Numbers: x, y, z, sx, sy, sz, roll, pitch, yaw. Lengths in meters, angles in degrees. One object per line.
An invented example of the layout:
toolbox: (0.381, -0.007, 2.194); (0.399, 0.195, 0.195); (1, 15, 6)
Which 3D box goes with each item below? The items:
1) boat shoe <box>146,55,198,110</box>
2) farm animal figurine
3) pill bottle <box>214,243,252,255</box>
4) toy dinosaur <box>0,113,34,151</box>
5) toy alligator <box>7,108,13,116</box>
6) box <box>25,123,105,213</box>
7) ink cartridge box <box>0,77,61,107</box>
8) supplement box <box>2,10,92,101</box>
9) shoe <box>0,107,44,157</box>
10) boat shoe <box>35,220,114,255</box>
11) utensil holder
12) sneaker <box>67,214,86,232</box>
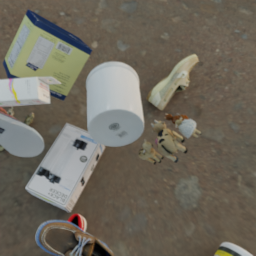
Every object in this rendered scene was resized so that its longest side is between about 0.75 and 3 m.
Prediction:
boat shoe: (2.064, -1.902, 11.751); (0.951, 1.056, 2.926); (43, 74, 12)
farm animal figurine: (0.957, 0.315, 7.795); (0.944, 1.791, 1.811); (32, 99, -16)
pill bottle: (2.708, 4.731, 7.936); (1.436, 1.436, 2.513); (35, 67, 17)
toy dinosaur: (-4.330, 0.443, 10.743); (1.044, 0.562, 2.370); (33, 66, 32)
toy alligator: (-4.790, -1.566, 11.746); (0.694, 0.635, 2.340); (3, 62, 2)
box: (-2.150, 1.387, 10.054); (1.619, 0.835, 2.776); (23, 65, 12)
ink cartridge box: (-2.813, -0.963, 7.661); (1.795, 1.051, 0.604); (-5, 88, 1)
supplement box: (-2.695, -2.342, 9.288); (2.032, 2.034, 1.365); (-56, 41, 15)
shoe: (-3.739, -0.174, 8.298); (0.998, 2.793, 1.270); (-45, 45, 8)
boat shoe: (-1.118, 2.767, 6.615); (2.153, 0.779, 0.778); (34, 65, -33)
utensil holder: (-0.416, -0.688, 8.245); (1.678, 1.678, 1.975); (-4, 47, -2)
sneaker: (-1.820, 3.687, 8.606); (0.829, 1.222, 2.116); (1, 62, 1)
